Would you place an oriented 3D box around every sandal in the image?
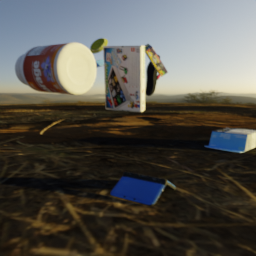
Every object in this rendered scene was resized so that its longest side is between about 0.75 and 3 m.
[{"bbox_3d":[1.355,-2.702,14.669,0.536,2.380,0.894,19,-20,-30],"label":"sandal"}]

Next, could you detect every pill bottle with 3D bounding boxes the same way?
[{"bbox_3d":[-2.661,-2.038,9.803,2.960,1.660,1.660,9,12,40],"label":"pill bottle"}]

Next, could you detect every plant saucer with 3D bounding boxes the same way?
[{"bbox_3d":[-1.241,-3.432,11.599,0.861,0.861,0.134,5,-30,32],"label":"plant saucer"}]

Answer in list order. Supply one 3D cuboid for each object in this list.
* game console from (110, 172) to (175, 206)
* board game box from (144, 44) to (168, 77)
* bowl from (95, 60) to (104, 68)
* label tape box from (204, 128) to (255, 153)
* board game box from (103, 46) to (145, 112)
[{"bbox_3d":[0.366,1.476,6.566,1.171,0.693,0.999,6,-21,34],"label":"game console"},{"bbox_3d":[1.167,-2.975,12.248,0.374,1.318,1.090,-34,24,8],"label":"board game box"},{"bbox_3d":[-1.949,-3.084,13.983,1.646,0.323,1.646,-14,13,3],"label":"bowl"},{"bbox_3d":[4.367,0.475,11.682,1.516,0.699,2.116,8,9,43],"label":"label tape box"},{"bbox_3d":[-0.155,-1.940,11.097,1.602,2.537,0.439,6,19,21],"label":"board game box"}]
